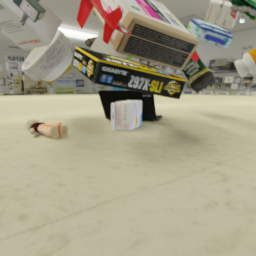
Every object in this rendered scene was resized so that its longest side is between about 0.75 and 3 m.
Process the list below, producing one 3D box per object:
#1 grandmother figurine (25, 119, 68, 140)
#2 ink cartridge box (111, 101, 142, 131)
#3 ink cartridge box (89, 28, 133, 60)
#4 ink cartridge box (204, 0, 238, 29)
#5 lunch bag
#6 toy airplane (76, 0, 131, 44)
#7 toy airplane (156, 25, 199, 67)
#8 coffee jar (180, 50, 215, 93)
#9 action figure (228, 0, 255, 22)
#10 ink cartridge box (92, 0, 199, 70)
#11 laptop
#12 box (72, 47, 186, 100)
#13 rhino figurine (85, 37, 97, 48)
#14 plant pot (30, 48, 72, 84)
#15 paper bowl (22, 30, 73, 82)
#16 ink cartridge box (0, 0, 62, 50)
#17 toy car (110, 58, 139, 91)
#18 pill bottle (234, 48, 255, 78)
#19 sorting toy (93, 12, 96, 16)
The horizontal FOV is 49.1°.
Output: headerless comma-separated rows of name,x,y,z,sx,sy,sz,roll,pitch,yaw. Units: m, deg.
grandmother figurine,-2.531,-0.006,8.482,1.709,0.518,1.037,10,4,39
ink cartridge box,-0.026,-0.441,9.703,0.562,0.954,1.657,3,9,20
ink cartridge box,-0.492,-2.852,9.986,1.836,1.357,0.696,-46,-5,38
ink cartridge box,2.874,-3.494,8.560,0.886,0.650,0.367,23,49,17
lunch bag,2.834,-3.271,9.738,1.431,0.590,1.151,12,32,-16
toy airplane,-0.729,-2.881,6.501,2.188,2.188,0.403,9,30,45
toy airplane,1.838,-3.370,11.433,2.351,2.351,0.432,-2,-9,-16
coffee jar,3.084,-2.823,13.278,1.179,2.262,0.965,-35,-22,17
action figure,2.611,-2.905,6.512,1.751,0.479,1.034,41,27,7
ink cartridge box,0.418,-3.040,8.223,2.274,1.037,2.760,7,41,-32
laptop,0.201,-0.990,12.146,2.273,1.324,2.565,3,9,15
box,-0.025,-1.269,6.430,2.148,0.530,1.715,7,21,-28
rhino figurine,-1.268,-3.757,12.072,1.284,0.384,0.562,-21,41,-22
plant pot,-3.447,-3.016,12.231,1.366,1.366,1.205,-29,-33,18
paper bowl,-2.692,-2.385,9.717,0.990,1.903,1.903,44,-19,-33
ink cartridge box,-3.031,-3.104,7.299,1.528,0.880,2.094,9,-23,41
toy car,-0.767,-3.175,12.629,2.236,2.061,1.977,26,38,9
pill bottle,3.896,-2.038,8.361,1.277,0.709,0.709,-26,1,17
sorting toy,-0.807,-4.194,9.053,0.458,1.116,0.670,-2,26,-26
